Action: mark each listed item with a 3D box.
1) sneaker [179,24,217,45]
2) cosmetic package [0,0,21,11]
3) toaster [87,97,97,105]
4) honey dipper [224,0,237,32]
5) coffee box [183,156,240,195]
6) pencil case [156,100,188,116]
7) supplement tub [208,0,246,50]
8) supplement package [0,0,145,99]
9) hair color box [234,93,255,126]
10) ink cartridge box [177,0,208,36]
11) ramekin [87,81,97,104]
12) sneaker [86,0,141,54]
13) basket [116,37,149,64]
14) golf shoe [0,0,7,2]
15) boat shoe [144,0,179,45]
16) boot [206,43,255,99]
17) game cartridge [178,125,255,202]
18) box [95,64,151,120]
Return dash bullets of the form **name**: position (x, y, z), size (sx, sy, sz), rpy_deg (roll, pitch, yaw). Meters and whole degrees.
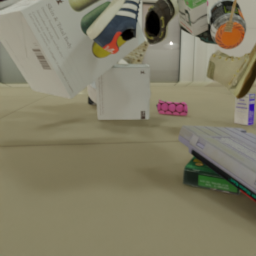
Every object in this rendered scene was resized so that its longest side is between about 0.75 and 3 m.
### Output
- **sneaker**: position (3.040, -3.776, 11.220), size (2.304, 0.869, 0.913), rpy_deg (12, -12, -13)
- **cosmetic package**: position (-3.066, -3.396, 8.261), size (1.545, 0.825, 0.697), rpy_deg (-33, 46, -22)
- **toaster**: position (-1.958, -1.580, 16.228), size (0.559, 0.492, 0.866), rpy_deg (-5, 9, -31)
- **honey dipper**: position (2.819, -3.172, 7.502), size (0.219, 1.154, 0.219), rpy_deg (8, 19, -3)
- **coffee box**: position (1.749, 0.748, 5.408), size (0.995, 0.356, 1.619), rpy_deg (8, 14, 24)
- **pencil case**: position (2.003, -0.922, 12.672), size (1.394, 0.653, 0.633), rpy_deg (7, 9, 26)
- **supplement tub**: position (3.201, -3.356, 9.087), size (1.067, 1.067, 1.742), rpy_deg (2, 45, 9)
- **supplement package**: position (-1.565, -2.664, 7.664), size (2.255, 2.272, 2.993), rpy_deg (16, 51, 45)
- **hair color box**: position (4.346, -0.715, 10.457), size (0.372, 1.146, 0.627), rpy_deg (-10, 15, -27)
- **ink cartridge box**: position (2.095, -3.890, 9.181), size (0.585, 1.392, 1.016), rpy_deg (-28, 52, -2)
- **ramekin**: position (-1.252, -2.211, 15.693), size (2.195, 1.152, 2.195), rpy_deg (8, 46, -8)
- **sneaker**: position (-0.018, -2.556, 6.381), size (0.889, 2.103, 0.788), rpy_deg (42, -15, -23)
- **basket**: position (-0.446, -4.004, 13.093), size (1.872, 1.704, 2.762), rpy_deg (7, 37, -34)
- **golf shoe**: position (-3.139, -3.987, 8.920), size (2.755, 1.037, 1.261), rpy_deg (-11, 12, -4)
- **boat shoe**: position (0.944, -3.628, 9.851), size (0.806, 0.954, 2.677), rpy_deg (-37, -3, -11)
- **boot**: position (3.252, -2.060, 8.403), size (0.704, 1.954, 1.511), rpy_deg (-10, 42, -36)
- **game cartridge**: position (2.177, 0.618, 4.561), size (1.689, 0.500, 2.605), rpy_deg (-2, 23, -26)
- **box**: position (-0.198, -1.526, 11.659), size (2.166, 2.155, 1.416), rpy_deg (-1, 17, 0)
